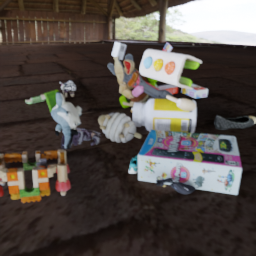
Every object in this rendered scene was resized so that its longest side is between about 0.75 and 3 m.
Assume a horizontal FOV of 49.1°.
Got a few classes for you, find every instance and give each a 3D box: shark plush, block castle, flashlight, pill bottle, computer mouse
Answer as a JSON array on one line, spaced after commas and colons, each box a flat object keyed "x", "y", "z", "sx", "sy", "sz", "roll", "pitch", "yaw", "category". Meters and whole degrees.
[{"x": -1.991, "y": -0.091, "z": 9.117, "sx": 1.063, "sy": 0.975, "sz": 2.340, "roll": 33, "pitch": 20, "yaw": -50, "category": "shark plush"}, {"x": -2.556, "y": 1.270, "z": 7.393, "sx": 2.002, "sy": 0.939, "sz": 1.338, "roll": -3, "pitch": 18, "yaw": -14, "category": "block castle"}, {"x": 0.868, "y": -1.804, "z": 12.254, "sx": 2.260, "sy": 0.765, "sz": 0.768, "roll": 29, "pitch": -1, "yaw": 1, "category": "flashlight"}, {"x": 1.432, "y": -0.476, "z": 11.134, "sx": 2.408, "sy": 1.349, "sz": 1.349, "roll": 3, "pitch": 22, "yaw": 8, "category": "pill bottle"}, {"x": 1.209, "y": 1.572, "z": 7.322, "sx": 1.020, "sy": 0.235, "sz": 0.717, "roll": 25, "pitch": -28, "yaw": -30, "category": "computer mouse"}]

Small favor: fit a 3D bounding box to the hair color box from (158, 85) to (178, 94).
[{"x": 2.209, "y": -2.244, "z": 16.755, "sx": 1.421, "sy": 0.435, "sz": 0.721, "roll": -13, "pitch": 26, "yaw": -32, "category": "hair color box"}]

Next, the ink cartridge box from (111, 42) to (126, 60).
[{"x": -0.449, "y": -3.608, "z": 13.063, "sx": 0.318, "sy": 0.688, "sz": 1.263, "roll": 12, "pitch": 16, "yaw": -18, "category": "ink cartridge box"}]

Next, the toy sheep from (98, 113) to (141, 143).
[{"x": -0.322, "y": 0.009, "z": 10.198, "sx": 1.736, "sy": 1.197, "sz": 1.197, "roll": 28, "pitch": 30, "yaw": 14, "category": "toy sheep"}]

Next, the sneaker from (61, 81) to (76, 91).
[{"x": -3.879, "y": -2.642, "z": 17.628, "sx": 0.835, "sy": 0.512, "sz": 1.283, "roll": -2, "pitch": 30, "yaw": -28, "category": "sneaker"}]

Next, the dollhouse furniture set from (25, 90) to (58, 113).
[{"x": -4.224, "y": -1.285, "z": 14.469, "sx": 1.241, "sy": 0.959, "sz": 2.484, "roll": -26, "pitch": 14, "yaw": -35, "category": "dollhouse furniture set"}]

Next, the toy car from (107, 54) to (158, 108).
[{"x": 0.088, "y": -2.428, "z": 13.425, "sx": 1.911, "sy": 2.326, "sz": 1.835, "roll": -24, "pitch": 40, "yaw": 20, "category": "toy car"}]

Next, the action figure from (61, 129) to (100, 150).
[{"x": -1.688, "y": 0.348, "z": 10.006, "sx": 1.153, "sy": 0.615, "sz": 1.772, "roll": -1, "pitch": 4, "yaw": 17, "category": "action figure"}]

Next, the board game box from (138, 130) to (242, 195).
[{"x": 1.817, "y": 0.896, "z": 8.373, "sx": 2.720, "sy": 0.874, "sz": 2.006, "roll": 4, "pitch": 22, "yaw": 14, "category": "board game box"}]

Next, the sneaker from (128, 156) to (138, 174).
[{"x": 0.252, "y": 1.069, "z": 8.597, "sx": 0.356, "sy": 0.366, "sz": 0.919, "roll": 6, "pitch": 21, "yaw": 13, "category": "sneaker"}]

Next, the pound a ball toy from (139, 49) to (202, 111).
[{"x": 1.373, "y": -1.786, "z": 9.918, "sx": 1.119, "sy": 1.717, "sz": 2.634, "roll": 10, "pitch": 14, "yaw": -34, "category": "pound a ball toy"}]

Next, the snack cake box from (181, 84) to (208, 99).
[{"x": 3.884, "y": -2.170, "z": 16.501, "sx": 0.833, "sy": 0.487, "sz": 1.448, "roll": -8, "pitch": 23, "yaw": -23, "category": "snack cake box"}]

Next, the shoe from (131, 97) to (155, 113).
[{"x": 0.879, "y": -1.182, "z": 13.924, "sx": 1.972, "sy": 0.526, "sz": 0.689, "roll": -24, "pitch": 30, "yaw": -38, "category": "shoe"}]

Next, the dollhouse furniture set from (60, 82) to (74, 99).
[{"x": -3.516, "y": -2.033, "z": 15.632, "sx": 0.981, "sy": 0.879, "sz": 1.239, "roll": -5, "pitch": 22, "yaw": -12, "category": "dollhouse furniture set"}]

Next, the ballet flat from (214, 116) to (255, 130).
[{"x": 4.540, "y": -0.294, "z": 11.716, "sx": 1.991, "sy": 0.565, "sz": 0.662, "roll": -7, "pitch": 23, "yaw": -16, "category": "ballet flat"}]

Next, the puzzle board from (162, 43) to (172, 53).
[{"x": 1.757, "y": -3.578, "z": 13.243, "sx": 0.068, "sy": 0.781, "sz": 0.589, "roll": 14, "pitch": 32, "yaw": -30, "category": "puzzle board"}]

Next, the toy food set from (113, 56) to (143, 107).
[{"x": 0.091, "y": -1.947, "z": 11.730, "sx": 1.344, "sy": 2.115, "sz": 0.333, "roll": 15, "pitch": 33, "yaw": 41, "category": "toy food set"}]
